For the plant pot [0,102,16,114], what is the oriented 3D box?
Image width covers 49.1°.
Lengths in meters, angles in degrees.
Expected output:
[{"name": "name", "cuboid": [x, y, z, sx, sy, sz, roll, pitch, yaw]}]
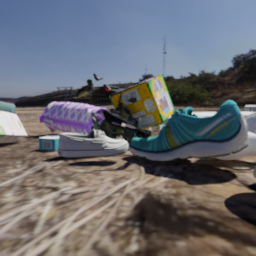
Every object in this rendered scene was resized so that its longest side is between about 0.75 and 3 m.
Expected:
[{"name": "plant pot", "cuboid": [-5.405, -0.479, 11.271, 1.502, 1.534, 1.534, 6, 4, -16]}]

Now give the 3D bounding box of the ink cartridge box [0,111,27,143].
[{"name": "ink cartridge box", "cuboid": [-3.697, -0.020, 8.260, 0.490, 0.853, 1.456, -31, -8, 6]}]

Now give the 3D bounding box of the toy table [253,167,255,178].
[{"name": "toy table", "cuboid": [2.720, 0.339, 3.773, 1.827, 1.164, 1.987, 0, 7, -32]}]

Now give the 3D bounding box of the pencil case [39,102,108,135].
[{"name": "pencil case", "cuboid": [-1.903, -0.304, 10.016, 2.807, 1.178, 1.200, 7, 9, 36]}]

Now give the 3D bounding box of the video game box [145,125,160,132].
[{"name": "video game box", "cuboid": [0.931, -0.278, 11.564, 0.959, 0.874, 0.225, -6, 12, -42]}]

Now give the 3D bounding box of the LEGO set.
[{"name": "LEGO set", "cuboid": [-0.463, -0.379, 8.326, 1.806, 2.782, 0.788, -26, -25, 12]}]

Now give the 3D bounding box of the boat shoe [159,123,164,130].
[{"name": "boat shoe", "cuboid": [1.720, -0.142, 12.049, 1.185, 0.505, 0.438, 5, 8, 42]}]

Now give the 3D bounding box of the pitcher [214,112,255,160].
[{"name": "pitcher", "cuboid": [2.373, 0.181, 6.102, 1.255, 1.077, 0.761, 3, 1, 20]}]

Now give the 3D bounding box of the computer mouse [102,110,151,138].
[{"name": "computer mouse", "cuboid": [-0.121, -0.042, 6.104, 1.221, 0.281, 0.857, 26, 8, 11]}]

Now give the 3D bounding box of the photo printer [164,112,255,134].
[{"name": "photo printer", "cuboid": [2.550, -0.012, 8.527, 2.692, 0.935, 2.240, -2, 4, -16]}]

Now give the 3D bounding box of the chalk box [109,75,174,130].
[{"name": "chalk box", "cuboid": [0.597, -0.838, 9.205, 1.357, 1.350, 2.180, -18, 9, 26]}]

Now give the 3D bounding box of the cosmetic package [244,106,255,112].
[{"name": "cosmetic package", "cuboid": [6.061, -0.537, 13.322, 1.025, 1.026, 1.243, 3, 7, 25]}]

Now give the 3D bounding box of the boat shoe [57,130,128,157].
[{"name": "boat shoe", "cuboid": [-0.806, 0.326, 6.791, 1.801, 0.592, 0.648, -1, 11, -24]}]

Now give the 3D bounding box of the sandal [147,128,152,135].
[{"name": "sandal", "cuboid": [0.620, -0.051, 10.081, 0.572, 0.513, 1.561, 18, 3, 11]}]

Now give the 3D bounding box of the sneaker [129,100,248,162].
[{"name": "sneaker", "cuboid": [1.152, 0.122, 5.925, 2.678, 1.067, 1.038, -13, -4, 39]}]

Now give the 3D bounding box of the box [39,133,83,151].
[{"name": "box", "cuboid": [-1.861, 0.369, 7.901, 0.548, 0.327, 1.332, 2, 6, 24]}]
